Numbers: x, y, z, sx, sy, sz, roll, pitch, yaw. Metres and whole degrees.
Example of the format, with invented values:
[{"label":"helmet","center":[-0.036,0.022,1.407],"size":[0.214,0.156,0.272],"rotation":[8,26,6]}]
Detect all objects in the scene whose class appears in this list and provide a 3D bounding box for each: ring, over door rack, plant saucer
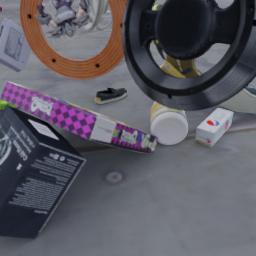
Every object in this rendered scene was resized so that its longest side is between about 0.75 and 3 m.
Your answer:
[{"label":"ring","center":[-1.154,-2.383,6.249],"size":[2.626,2.626,0.252],"rotation":[6,24,10]},{"label":"over door rack","center":[-0.479,-3.317,8.665],"size":[1.596,0.532,1.179],"rotation":[20,2,14]},{"label":"plant saucer","center":[-0.817,-3.339,7.067],"size":[0.429,1.710,1.710],"rotation":[-5,30,-24]}]

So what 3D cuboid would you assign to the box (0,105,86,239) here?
[{"label":"box","center":[-1.938,0.746,5.071],"size":[1.694,1.666,1.050],"rotation":[34,4,43]}]

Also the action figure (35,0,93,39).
[{"label":"action figure","center":[-1.054,-1.999,4.470],"size":[0.895,0.477,1.376],"rotation":[-15,71,2]}]

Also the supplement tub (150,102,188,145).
[{"label":"supplement tub","center":[1.087,-0.251,7.641],"size":[0.951,0.951,1.314],"rotation":[2,31,3]}]

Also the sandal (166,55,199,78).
[{"label":"sandal","center":[1.396,-1.341,6.786],"size":[0.714,0.480,1.778],"rotation":[-20,61,12]}]

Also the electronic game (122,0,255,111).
[{"label":"electronic game","center":[0.919,-1.591,4.364],"size":[2.657,2.657,0.553],"rotation":[26,23,36]}]

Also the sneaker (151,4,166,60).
[{"label":"sneaker","center":[0.950,-2.954,8.719],"size":[0.769,1.816,0.676],"rotation":[17,54,38]}]

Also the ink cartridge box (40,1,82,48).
[{"label":"ink cartridge box","center":[-2.175,-3.101,8.301],"size":[1.502,1.209,0.376],"rotation":[-10,39,31]}]

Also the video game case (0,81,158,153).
[{"label":"video game case","center":[-1.076,-0.205,6.690],"size":[2.888,0.517,2.618],"rotation":[22,2,32]}]

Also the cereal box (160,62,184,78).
[{"label":"cereal box","center":[0.824,-1.013,5.674],"size":[0.157,0.572,0.795],"rotation":[-51,8,-7]}]

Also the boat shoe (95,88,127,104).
[{"label":"boat shoe","center":[-0.565,-1.208,9.790],"size":[1.331,0.414,0.497],"rotation":[-21,35,-33]}]

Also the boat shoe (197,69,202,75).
[{"label":"boat shoe","center":[1.968,-1.688,10.300],"size":[1.014,0.954,2.662],"rotation":[-20,26,-7]}]

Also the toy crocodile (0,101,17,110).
[{"label":"toy crocodile","center":[-3.996,-0.732,9.100],"size":[1.177,0.363,0.397],"rotation":[-11,31,-26]}]

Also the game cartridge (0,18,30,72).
[{"label":"game cartridge","center":[-3.132,-2.230,7.681],"size":[0.272,0.887,1.332],"rotation":[-17,59,37]}]

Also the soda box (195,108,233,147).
[{"label":"soda box","center":[2.408,-0.044,7.780],"size":[0.490,0.458,1.440],"rotation":[21,37,31]}]

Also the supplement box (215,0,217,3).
[{"label":"supplement box","center":[2.179,-3.681,9.085],"size":[0.839,2.283,1.438],"rotation":[12,20,-3]}]

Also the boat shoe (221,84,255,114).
[{"label":"boat shoe","center":[3.901,-0.966,8.959],"size":[2.255,0.844,0.697],"rotation":[13,35,19]}]
